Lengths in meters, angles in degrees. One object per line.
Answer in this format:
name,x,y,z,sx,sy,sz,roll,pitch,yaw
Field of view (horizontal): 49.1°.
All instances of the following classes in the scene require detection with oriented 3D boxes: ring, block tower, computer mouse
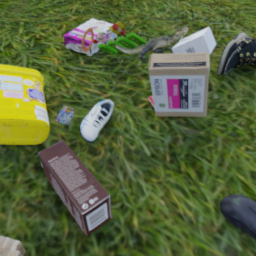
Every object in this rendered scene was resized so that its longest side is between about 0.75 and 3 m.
ring,-1.409,-3.030,9.674,0.080,0.835,0.835,20,48,12
block tower,-3.484,2.732,6.398,2.320,0.671,0.627,12,46,10
computer mouse,3.221,2.241,6.991,1.862,0.491,1.290,30,53,27

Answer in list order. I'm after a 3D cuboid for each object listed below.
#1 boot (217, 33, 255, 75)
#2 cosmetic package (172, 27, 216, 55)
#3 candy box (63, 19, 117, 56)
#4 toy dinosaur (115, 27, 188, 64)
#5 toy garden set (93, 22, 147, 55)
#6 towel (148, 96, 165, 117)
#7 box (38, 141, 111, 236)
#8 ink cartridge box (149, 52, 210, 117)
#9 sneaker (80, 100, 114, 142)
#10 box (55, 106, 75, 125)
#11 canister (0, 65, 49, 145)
boot,5.284,-2.894,11.812,2.303,1.100,3.049,28,52,22
cosmetic package,2.379,-2.910,10.041,1.188,0.732,1.192,-16,23,35
candy box,-1.785,-4.453,13.650,1.568,0.701,2.299,23,49,22
toy dinosaur,0.889,-2.908,10.356,2.794,0.663,1.231,-11,55,13
toy garden set,-0.524,-3.717,11.603,2.020,1.684,0.403,-4,78,40
towel,1.610,-0.873,10.250,1.512,0.170,1.093,-11,48,-19
box,-1.399,1.503,7.297,0.850,1.136,2.269,-30,53,-27
ink cartridge box,1.544,-1.221,8.369,1.641,1.992,0.748,0,52,14
sneaker,-1.020,-0.303,9.321,0.689,0.695,1.917,38,42,-13
box,-1.946,-0.382,8.728,0.150,0.752,0.515,28,90,11
canister,-3.782,-0.791,9.312,2.077,1.210,2.796,3,42,-28
